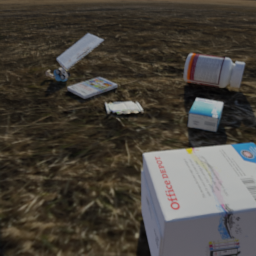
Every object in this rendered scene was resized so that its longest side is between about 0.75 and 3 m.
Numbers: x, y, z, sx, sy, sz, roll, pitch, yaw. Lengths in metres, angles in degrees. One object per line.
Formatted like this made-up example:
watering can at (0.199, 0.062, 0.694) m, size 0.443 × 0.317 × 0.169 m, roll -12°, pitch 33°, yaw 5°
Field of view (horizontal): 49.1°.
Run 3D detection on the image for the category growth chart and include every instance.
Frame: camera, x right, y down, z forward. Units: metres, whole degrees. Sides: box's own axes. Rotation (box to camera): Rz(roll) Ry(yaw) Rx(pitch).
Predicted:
growth chart at (-0.211, -0.911, 12.771) m, size 1.711 × 0.152 × 1.238 m, roll -3°, pitch 32°, yaw -5°

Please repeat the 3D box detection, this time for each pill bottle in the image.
pill bottle at (4.532, -2.990, 14.845) m, size 2.864 × 1.569 × 1.569 m, roll 13°, pitch 33°, yaw 20°

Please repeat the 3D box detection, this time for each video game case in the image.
video game case at (-1.873, -2.144, 14.789) m, size 2.156 × 0.194 × 1.544 m, roll -26°, pitch 39°, yaw -36°

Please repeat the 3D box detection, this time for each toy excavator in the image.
toy excavator at (-4.038, -2.977, 15.842) m, size 1.163 × 1.196 × 0.597 m, roll 50°, pitch 38°, yaw -4°

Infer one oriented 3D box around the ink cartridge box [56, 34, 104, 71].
ink cartridge box at (-1.725, -2.702, 10.340) m, size 1.669 × 0.586 × 2.054 m, roll -40°, pitch 37°, yaw -4°

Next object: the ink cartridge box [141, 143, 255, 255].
ink cartridge box at (1.830, 1.817, 6.337) m, size 2.827 × 2.045 × 2.081 m, roll -4°, pitch 32°, yaw -7°

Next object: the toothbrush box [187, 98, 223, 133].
toothbrush box at (3.234, -0.569, 11.668) m, size 1.176 × 0.685 × 1.607 m, roll 12°, pitch 33°, yaw 19°
